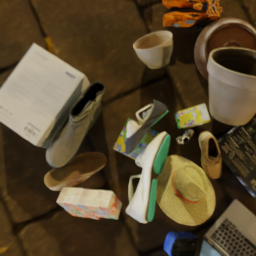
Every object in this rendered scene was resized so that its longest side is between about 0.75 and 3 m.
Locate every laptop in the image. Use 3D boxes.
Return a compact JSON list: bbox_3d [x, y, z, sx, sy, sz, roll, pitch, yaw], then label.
[{"bbox_3d":[3.810,4.280,8.938,2.601,1.610,2.778,42,86,3],"label":"laptop"}]

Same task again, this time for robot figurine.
[{"bbox_3d":[2.372,-4.309,10.215,2.204,0.641,1.598,-2,87,0],"label":"robot figurine"}]

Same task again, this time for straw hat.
[{"bbox_3d":[1.973,1.753,8.926,2.437,1.031,2.437,10,54,-15],"label":"straw hat"}]

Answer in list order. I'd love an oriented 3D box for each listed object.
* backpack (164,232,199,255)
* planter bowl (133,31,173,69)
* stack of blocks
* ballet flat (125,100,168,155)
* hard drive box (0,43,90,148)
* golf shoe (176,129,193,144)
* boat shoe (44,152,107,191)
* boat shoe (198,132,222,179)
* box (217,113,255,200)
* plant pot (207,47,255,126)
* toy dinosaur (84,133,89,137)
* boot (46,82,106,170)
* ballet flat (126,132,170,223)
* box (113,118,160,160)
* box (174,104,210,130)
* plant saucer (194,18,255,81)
[{"bbox_3d":[1.661,3.859,9.246,0.997,0.836,0.810,11,89,-27],"label":"backpack"},{"bbox_3d":[0.957,-2.633,9.746,1.350,1.350,0.909,-24,125,-2],"label":"planter bowl"},{"bbox_3d":[-1.185,2.457,8.977,1.867,1.075,0.547,-2,50,26],"label":"stack of blocks"},{"bbox_3d":[0.416,-0.105,9.024,0.778,0.778,2.130,41,71,3],"label":"ballet flat"},{"bbox_3d":[-3.007,-1.062,9.598,2.181,1.075,2.799,34,85,7],"label":"hard drive box"},{"bbox_3d":[2.065,0.344,9.806,0.827,0.391,0.322,-36,115,-23],"label":"golf shoe"},{"bbox_3d":[-1.762,1.509,9.614,2.166,0.749,0.798,-20,61,-15],"label":"boat shoe"},{"bbox_3d":[2.839,1.024,9.519,0.635,0.575,1.781,-23,108,-5],"label":"boat shoe"},{"bbox_3d":[4.500,0.982,9.772,1.976,0.537,2.466,-39,86,-3],"label":"box"},{"bbox_3d":[3.549,-1.240,9.076,2.302,2.302,1.997,6,125,1],"label":"plant pot"},{"bbox_3d":[-2.208,0.544,9.808,1.692,0.402,0.746,-38,54,-19],"label":"toy dinosaur"},{"bbox_3d":[-1.744,-0.129,8.895,0.965,1.862,2.850,32,70,5],"label":"boot"},{"bbox_3d":[0.557,1.431,8.783,1.010,1.010,2.910,15,73,1],"label":"ballet flat"},{"bbox_3d":[0.293,0.478,9.716,1.225,0.747,1.180,27,85,2],"label":"box"},{"bbox_3d":[2.233,-0.364,9.808,1.115,0.270,0.654,-16,68,12],"label":"box"},{"bbox_3d":[3.676,-2.730,10.042,2.527,0.405,2.527,0,91,1],"label":"plant saucer"}]
